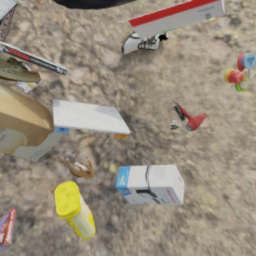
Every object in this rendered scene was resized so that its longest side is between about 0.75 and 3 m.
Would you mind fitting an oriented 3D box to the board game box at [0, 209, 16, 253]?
[{"bbox_3d":[-2.503,2.131,5.407,0.121,1.249,0.643,23,38,-31],"label":"board game box"}]

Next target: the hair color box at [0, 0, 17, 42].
[{"bbox_3d":[-4.090,-2.575,7.706,0.811,1.324,2.674,27,44,-16],"label":"hair color box"}]

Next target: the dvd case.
[{"bbox_3d":[-2.269,-1.630,6.540,1.715,1.252,0.189,19,98,-17],"label":"dvd case"}]

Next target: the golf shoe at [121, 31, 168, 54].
[{"bbox_3d":[0.614,-3.083,9.981,1.857,0.722,0.878,-35,77,-8],"label":"golf shoe"}]

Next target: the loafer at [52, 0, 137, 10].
[{"bbox_3d":[-0.856,-3.662,7.599,2.541,0.892,0.863,4,90,13],"label":"loafer"}]

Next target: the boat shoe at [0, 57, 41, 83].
[{"bbox_3d":[-2.977,-1.470,6.533,1.995,0.731,0.625,8,92,-42],"label":"boat shoe"}]

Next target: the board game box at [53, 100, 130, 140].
[{"bbox_3d":[-0.916,-0.212,6.476,1.604,1.604,0.208,6,112,-19],"label":"board game box"}]

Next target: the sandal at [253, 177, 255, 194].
[{"bbox_3d":[3.026,1.412,5.846,0.720,2.514,0.963,-14,54,3],"label":"sandal"}]

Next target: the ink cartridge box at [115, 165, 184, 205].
[{"bbox_3d":[0.510,1.289,6.238,1.282,0.930,0.537,-6,50,24],"label":"ink cartridge box"}]

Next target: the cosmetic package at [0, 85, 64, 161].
[{"bbox_3d":[-2.886,-0.160,6.461,1.312,2.495,0.887,-40,50,24],"label":"cosmetic package"}]

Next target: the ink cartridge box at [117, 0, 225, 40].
[{"bbox_3d":[1.226,-2.767,7.033,2.275,2.828,0.708,-10,113,22],"label":"ink cartridge box"}]

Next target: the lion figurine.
[{"bbox_3d":[-1.000,0.904,6.044,0.397,1.096,0.671,-35,116,-21],"label":"lion figurine"}]

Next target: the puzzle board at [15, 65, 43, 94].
[{"bbox_3d":[-2.949,-1.416,8.071,0.599,0.069,0.795,-41,76,-21],"label":"puzzle board"}]

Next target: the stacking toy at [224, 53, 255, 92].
[{"bbox_3d":[2.843,-1.299,6.752,0.817,0.381,0.903,38,85,-31],"label":"stacking toy"}]

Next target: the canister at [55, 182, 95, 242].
[{"bbox_3d":[-1.016,1.650,5.468,0.436,1.008,0.749,-22,39,-4],"label":"canister"}]

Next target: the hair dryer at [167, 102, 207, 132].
[{"bbox_3d":[1.256,-0.242,5.830,0.859,0.233,0.654,5,72,-14],"label":"hair dryer"}]
